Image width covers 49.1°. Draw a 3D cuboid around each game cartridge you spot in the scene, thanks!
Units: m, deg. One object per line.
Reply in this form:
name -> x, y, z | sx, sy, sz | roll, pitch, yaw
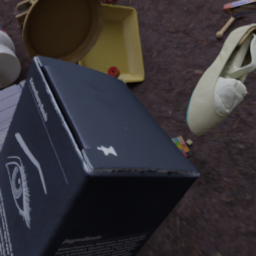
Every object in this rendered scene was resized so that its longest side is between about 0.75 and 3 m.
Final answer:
game cartridge -> -2.921, 0.084, 6.128 | 2.358, 0.453, 1.529 | -31, 83, -24

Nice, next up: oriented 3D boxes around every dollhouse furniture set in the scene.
dollhouse furniture set -> -3.340, -4.004, 10.486 | 1.284, 1.498, 1.575 | -30, 75, -14

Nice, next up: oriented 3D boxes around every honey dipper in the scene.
honey dipper -> 4.085, -4.232, 11.188 | 0.421, 0.421, 2.217 | 30, 65, 20

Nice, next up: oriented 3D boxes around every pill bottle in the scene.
pill bottle -> -4.810, -2.679, 9.196 | 1.787, 1.787, 2.989 | -32, 62, -21

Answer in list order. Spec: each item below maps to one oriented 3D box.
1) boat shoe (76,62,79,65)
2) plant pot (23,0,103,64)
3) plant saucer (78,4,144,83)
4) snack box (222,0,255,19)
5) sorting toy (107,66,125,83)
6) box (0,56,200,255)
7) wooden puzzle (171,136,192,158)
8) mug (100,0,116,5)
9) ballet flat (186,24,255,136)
boat shoe -> -1.913, -2.288, 9.834 | 0.287, 0.280, 0.759 | 17, 57, 12
plant pot -> -1.229, -1.905, 5.334 | 1.724, 1.724, 0.237 | -33, 63, -21
plant saucer -> -0.687, -2.575, 8.866 | 2.431, 0.589, 2.430 | -12, 96, -37
snack box -> 3.001, -3.024, 7.018 | 0.474, 1.318, 0.160 | 20, 93, -26
sorting toy -> -0.417, -0.796, 8.364 | 1.054, 0.370, 2.187 | -29, 69, 10
box -> -0.850, 0.905, 4.021 | 1.558, 2.987, 2.210 | 10, 33, -38
wooden puzzle -> 1.325, 0.610, 7.914 | 1.128, 0.079, 0.669 | -16, 56, -11
mug -> -1.518, -5.682, 11.725 | 1.757, 1.172, 1.560 | -16, 58, -15
ballet flat -> 2.100, -1.042, 5.768 | 0.953, 0.953, 2.743 | 24, 74, 16
